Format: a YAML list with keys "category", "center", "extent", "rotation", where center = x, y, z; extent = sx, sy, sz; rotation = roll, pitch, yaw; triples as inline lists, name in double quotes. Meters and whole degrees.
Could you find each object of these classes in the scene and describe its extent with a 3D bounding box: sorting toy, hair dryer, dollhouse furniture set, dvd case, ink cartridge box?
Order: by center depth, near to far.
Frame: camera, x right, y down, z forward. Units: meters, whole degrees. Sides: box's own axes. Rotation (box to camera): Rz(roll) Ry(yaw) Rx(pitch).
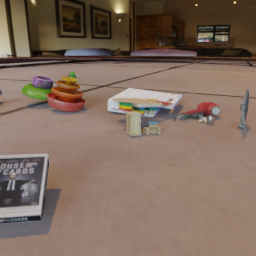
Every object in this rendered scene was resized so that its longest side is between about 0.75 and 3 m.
- category: "dvd case"
  center: [-1.605, 0.799, 3.908]
  extent: [0.894, 0.147, 1.190]
  rotation: [-2, 36, -10]
- category: "dollhouse furniture set"
  center: [0.376, -0.137, 7.385]
  extent: [0.803, 0.566, 0.563]
  rotation: [-3, 12, -17]
- category: "sorting toy"
  center: [0.318, -0.639, 8.452]
  extent: [1.084, 0.380, 2.249]
  rotation: [17, 17, 42]
- category: "hair dryer"
  center: [2.248, -0.567, 8.953]
  extent: [1.306, 0.466, 1.714]
  rotation: [6, 16, 26]
- category: "ink cartridge box"
  center: [0.687, -0.905, 10.007]
  extent: [2.213, 0.479, 2.173]
  rotation: [11, 21, 17]
- category: "sorting toy"
  center: [-2.581, -1.534, 10.264]
  extent: [2.818, 1.157, 1.693]
  rotation: [23, 20, 32]

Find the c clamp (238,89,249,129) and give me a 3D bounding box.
- category: "c clamp"
  center: [3.063, -0.421, 7.476]
  extent: [0.174, 1.100, 1.288]
  rotation: [9, -24, 26]
